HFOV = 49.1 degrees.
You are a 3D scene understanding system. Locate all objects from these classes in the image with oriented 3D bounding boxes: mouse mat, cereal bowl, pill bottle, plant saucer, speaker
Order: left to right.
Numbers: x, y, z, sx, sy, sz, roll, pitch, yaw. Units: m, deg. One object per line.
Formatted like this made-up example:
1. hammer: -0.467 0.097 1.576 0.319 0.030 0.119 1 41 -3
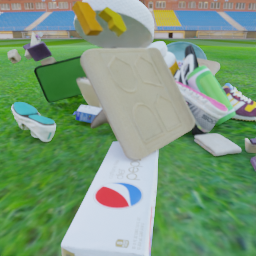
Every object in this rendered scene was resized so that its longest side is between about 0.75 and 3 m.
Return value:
1. mouse mat: -1.701 -1.836 10.077 2.894 0.109 2.328 -18 -21 -11
2. cereal bowl: -0.386 -3.513 9.078 2.617 1.090 2.617 9 -10 2
3. pill bottle: 1.283 -1.975 10.110 1.168 2.070 1.168 -21 34 15
4. plant saucer: 2.544 -3.035 13.931 2.647 2.647 0.476 6 -17 16
5. speaker: 2.441 -0.954 8.294 0.761 1.720 0.761 -28 -8 -5

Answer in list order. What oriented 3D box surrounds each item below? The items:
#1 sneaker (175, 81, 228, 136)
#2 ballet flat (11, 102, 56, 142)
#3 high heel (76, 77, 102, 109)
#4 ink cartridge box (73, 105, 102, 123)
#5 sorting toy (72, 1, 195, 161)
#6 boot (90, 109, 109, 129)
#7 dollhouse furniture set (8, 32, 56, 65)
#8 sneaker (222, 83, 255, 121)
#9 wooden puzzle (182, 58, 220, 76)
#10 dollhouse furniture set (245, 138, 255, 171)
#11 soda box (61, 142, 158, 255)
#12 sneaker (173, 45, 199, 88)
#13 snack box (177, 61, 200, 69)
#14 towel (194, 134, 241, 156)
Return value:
1. sneaker: 1.482 -0.629 8.027 0.986 1.169 2.674 11 21 -43
2. ballet flat: -2.646 -0.146 7.623 0.682 0.682 1.964 -18 33 -41
3. high heel: -0.307 -1.146 9.513 2.704 0.965 1.927 36 41 23
4. ink cartridge box: -1.224 -0.429 8.497 0.850 0.324 0.580 13 24 0
5. sorting toy: 0.069 -0.922 5.007 0.363 2.710 2.019 -29 -5 42
6. boot: -0.306 -0.202 7.616 0.960 1.313 0.461 44 14 11
7. dollhouse furniture set: -3.084 -2.433 9.897 1.365 1.723 1.223 -19 49 11
8. sneaker: 3.477 -0.896 9.146 2.359 1.063 0.884 8 19 20
9. wooden puzzle: 3.029 -2.473 13.208 1.860 0.465 2.008 -49 44 -8
10. dollhouse furniture set: 3.478 0.237 5.972 1.564 1.110 1.240 3 20 10
11. soda box: -0.060 1.093 3.907 0.839 0.898 2.635 2 20 7
12. sneaker: 1.818 -1.574 9.330 1.135 2.564 0.950 -5 -20 23
13. snack box: 1.893 -2.139 11.820 2.642 0.700 1.879 12 -13 36
14. towel: 2.165 0.407 6.896 0.705 0.183 1.063 -7 21 -14
